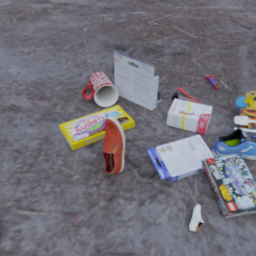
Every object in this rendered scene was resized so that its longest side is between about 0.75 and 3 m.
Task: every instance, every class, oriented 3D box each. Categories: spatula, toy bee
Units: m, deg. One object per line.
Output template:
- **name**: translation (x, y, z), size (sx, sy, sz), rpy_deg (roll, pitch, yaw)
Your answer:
- **spatula**: translation (4.882, 0.100, 10.892), size (1.510, 0.121, 1.050), rpy_deg (4, 85, 6)
- **toy bee**: translation (5.095, -1.071, 11.574), size (1.224, 1.474, 2.252), rpy_deg (-15, 73, 28)

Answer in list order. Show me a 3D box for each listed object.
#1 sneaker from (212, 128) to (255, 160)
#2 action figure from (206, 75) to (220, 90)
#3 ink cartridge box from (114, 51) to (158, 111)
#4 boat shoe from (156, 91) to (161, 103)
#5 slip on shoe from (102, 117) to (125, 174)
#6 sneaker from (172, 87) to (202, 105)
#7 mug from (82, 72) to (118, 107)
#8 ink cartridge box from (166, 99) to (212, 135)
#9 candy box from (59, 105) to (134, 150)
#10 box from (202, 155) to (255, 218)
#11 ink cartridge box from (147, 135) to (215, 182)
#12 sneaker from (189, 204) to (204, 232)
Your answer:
- **sneaker**: translation (4.266, 0.570, 10.156), size (2.302, 1.026, 0.904), rpy_deg (-7, 42, -7)
- **action figure**: translation (4.362, -2.423, 14.140), size (0.567, 0.374, 1.146), rpy_deg (-32, 43, 4)
- **ink cartridge box**: translation (0.333, -2.124, 12.422), size (2.192, 2.233, 0.484), rpy_deg (29, 47, 29)
- **boat shoe**: translation (1.170, -1.739, 13.363), size (0.509, 0.420, 1.483), rpy_deg (-15, 43, -17)
- **slip on shoe**: translation (-0.538, 0.624, 9.343), size (0.751, 2.028, 0.621), rpy_deg (13, 22, 39)
- **sneaker**: translation (2.611, -1.132, 12.565), size (0.790, 0.571, 1.617), rpy_deg (-39, 64, -14)
- **mug**: translation (-1.368, -1.905, 12.976), size (1.490, 1.120, 1.679), rpy_deg (8, 31, -26)
- **ink cartridge box**: translation (2.541, -0.496, 11.663), size (1.644, 0.686, 1.193), rpy_deg (14, 41, 16)
- **candy box**: translation (-1.266, -0.082, 11.459), size (2.753, 0.364, 1.407), rpy_deg (-21, 42, -23)
- **box**: translation (3.345, 1.796, 8.935), size (1.331, 0.388, 1.944), rpy_deg (-6, 51, -11)
- **ink cartridge box**: translation (1.870, 1.088, 9.878), size (2.193, 0.460, 1.309), rpy_deg (-13, 53, -18)
- **sneaker**: translation (2.077, 2.661, 8.222), size (0.361, 0.310, 0.852), rpy_deg (0, 46, 32)
